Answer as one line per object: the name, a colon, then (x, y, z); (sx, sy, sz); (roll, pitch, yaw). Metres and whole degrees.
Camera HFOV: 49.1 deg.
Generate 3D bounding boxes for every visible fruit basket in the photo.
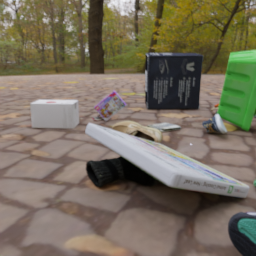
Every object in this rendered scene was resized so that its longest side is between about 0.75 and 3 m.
fruit basket: (5.046, -1.354, 10.565); (3.102, 3.102, 2.238); (5, 28, 20)

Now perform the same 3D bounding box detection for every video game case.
video game case: (0.756, 0.672, 5.911); (2.479, 0.300, 2.724); (17, 5, -40)

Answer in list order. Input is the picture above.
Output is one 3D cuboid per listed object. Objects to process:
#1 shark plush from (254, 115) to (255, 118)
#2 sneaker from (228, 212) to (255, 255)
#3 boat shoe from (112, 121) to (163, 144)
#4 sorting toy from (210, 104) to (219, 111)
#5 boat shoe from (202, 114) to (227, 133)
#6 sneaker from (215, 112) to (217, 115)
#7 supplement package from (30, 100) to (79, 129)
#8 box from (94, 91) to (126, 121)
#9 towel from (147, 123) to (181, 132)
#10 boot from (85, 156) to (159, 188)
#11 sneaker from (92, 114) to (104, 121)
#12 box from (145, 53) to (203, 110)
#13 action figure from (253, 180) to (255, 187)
shark plush: (6.644, -0.572, 12.558); (1.835, 0.833, 0.764); (15, 51, 30)
sneaker: (2.413, 1.634, 3.808); (2.053, 0.764, 0.899); (17, 9, 20)
boat shoe: (0.198, 0.188, 9.341); (1.849, 0.659, 0.597); (8, 17, 27)
sorting toy: (4.859, -1.311, 13.763); (1.516, 0.203, 1.130); (-32, 4, -16)
boat shoe: (3.132, -0.029, 10.256); (0.704, 0.549, 1.551); (-29, 6, 19)
sneaker: (4.780, -0.757, 13.408); (1.150, 0.497, 0.462); (5, 13, 20)
supplement package: (-3.013, -0.590, 11.643); (1.729, 1.036, 1.049); (0, 14, 2)
box: (-0.799, -0.967, 12.393); (1.201, 0.821, 0.235); (-37, 11, 17)
towel: (1.422, -0.053, 11.270); (1.039, 0.179, 1.000); (-9, 17, -29)
boot: (-0.156, 1.015, 6.226); (1.131, 0.569, 1.513); (-6, 9, -37)
sneaker: (-1.303, -0.499, 12.811); (0.774, 0.289, 0.312); (-11, 18, -36)
box: (2.432, -2.613, 15.537); (2.946, 2.897, 1.730); (0, 19, 0)
action figure: (3.436, 1.116, 6.137); (1.523, 0.416, 0.899); (-8, 33, -12)
